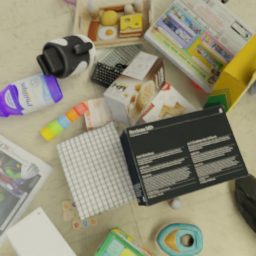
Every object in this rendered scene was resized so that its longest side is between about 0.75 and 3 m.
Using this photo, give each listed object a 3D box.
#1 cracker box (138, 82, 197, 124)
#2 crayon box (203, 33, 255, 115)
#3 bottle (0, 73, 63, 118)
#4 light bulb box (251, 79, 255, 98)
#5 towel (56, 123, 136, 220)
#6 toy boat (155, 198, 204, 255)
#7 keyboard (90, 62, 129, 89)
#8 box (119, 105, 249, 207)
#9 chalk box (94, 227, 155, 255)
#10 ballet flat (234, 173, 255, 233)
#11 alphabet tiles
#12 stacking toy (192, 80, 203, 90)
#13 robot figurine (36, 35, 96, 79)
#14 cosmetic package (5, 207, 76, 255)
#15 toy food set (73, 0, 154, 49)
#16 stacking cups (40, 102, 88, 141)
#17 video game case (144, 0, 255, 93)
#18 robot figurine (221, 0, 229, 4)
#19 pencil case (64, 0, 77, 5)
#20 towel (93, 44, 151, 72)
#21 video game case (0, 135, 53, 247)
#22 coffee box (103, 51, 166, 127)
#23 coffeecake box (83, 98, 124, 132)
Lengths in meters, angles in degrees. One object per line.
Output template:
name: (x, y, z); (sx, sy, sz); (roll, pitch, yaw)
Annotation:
cracker box: (1.323, -0.178, 8.252); (1.365, 0.588, 2.038); (-42, 77, -12)
crayon box: (3.060, -1.454, 7.463); (0.715, 2.817, 1.788); (40, 77, 14)
bottle: (-3.191, -0.883, 8.332); (2.357, 0.769, 0.984); (-20, 92, -6)
light bulb box: (4.305, -1.550, 8.390); (0.696, 1.115, 1.105); (11, 73, 3)
towel: (-0.766, 1.181, 7.654); (1.812, 0.937, 2.189); (-21, 73, -12)
toy boat: (1.308, 2.620, 7.359); (1.291, 0.713, 1.535); (-6, 74, -1)
keyboard: (-0.250, -1.591, 8.679); (1.637, 0.210, 0.983); (22, 80, 1)
box: (1.329, 0.679, 7.025); (2.658, 1.048, 1.876); (-13, 79, -13)
chalk box: (-0.172, 3.313, 6.259); (1.501, 2.413, 1.494); (35, 77, 10)
ballet flat: (3.763, 2.524, 7.510); (0.960, 0.820, 2.888); (-35, 70, 24)
alphabet tiles: (-1.264, 2.214, 7.810); (1.123, 0.082, 1.098); (-11, 73, -3)
stacking toy: (2.121, -2.314, 8.763); (1.000, 1.000, 2.344); (-9, 78, -3)
robot figurine: (-1.722, -2.035, 8.061); (1.317, 1.094, 1.754); (27, 40, 25)
cosmetic package: (-2.053, 2.938, 6.706); (0.943, 1.535, 1.530); (-34, 75, -31)
toy food set: (-0.436, -3.526, 8.909); (2.519, 0.761, 1.808); (-4, 64, 8)
stacking cups: (-1.825, -0.198, 8.178); (1.493, 0.452, 0.452); (-35, 76, 3)
video game case: (2.158, -2.696, 8.271); (2.562, 0.283, 2.333); (41, 82, 0)
robot figurine: (2.747, -4.777, 9.372); (1.793, 1.119, 1.347); (-48, 118, -12)
pencil case: (-1.700, -5.113, 9.643); (0.756, 0.756, 1.730); (22, 75, 6)
towel: (-0.217, -2.285, 9.040); (1.636, 0.283, 1.575); (-43, 78, -12)
video game case: (-3.871, 1.636, 7.859); (2.433, 0.313, 2.677); (29, 76, 9)
coffee box: (0.239, -1.070, 7.674); (0.727, 1.042, 1.823); (25, 64, 27)
coffeecake box: (-0.725, -0.434, 8.419); (1.148, 0.419, 0.881); (-11, 74, -3)
